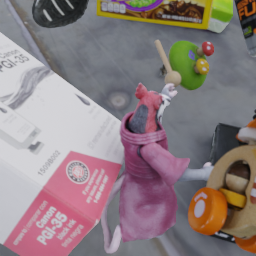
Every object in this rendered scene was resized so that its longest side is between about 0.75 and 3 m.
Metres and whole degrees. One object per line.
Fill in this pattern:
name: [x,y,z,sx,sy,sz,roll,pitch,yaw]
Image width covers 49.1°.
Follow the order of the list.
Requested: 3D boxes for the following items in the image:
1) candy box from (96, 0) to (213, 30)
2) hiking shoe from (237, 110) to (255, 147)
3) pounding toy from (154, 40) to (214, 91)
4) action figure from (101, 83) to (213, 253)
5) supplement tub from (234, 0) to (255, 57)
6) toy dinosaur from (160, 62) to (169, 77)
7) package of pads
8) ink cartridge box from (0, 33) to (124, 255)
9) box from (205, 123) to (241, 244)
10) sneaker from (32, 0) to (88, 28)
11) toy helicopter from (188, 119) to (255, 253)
candy box: [0.582,-3.249,6.588,2.835,1.449,0.374,13,29,16]
hiking shoe: [1.727,0.229,4.034,0.524,1.042,0.395,18,18,-13]
pounding toy: [1.091,-1.134,4.727,1.163,0.540,0.898,-9,85,-41]
action figure: [0.171,0.363,3.667,1.621,2.177,1.458,-17,41,-7]
supplement tub: [2.678,-2.377,5.358,1.107,1.107,1.807,-19,96,-14]
toy dinosaur: [1.181,-1.865,8.421,0.409,0.308,0.800,-13,31,32]
package of pads: [2.232,-4.662,9.881,2.798,0.954,2.162,18,54,-3]
ink cartridge box: [-1.545,0.053,3.703,2.870,1.188,2.103,36,29,-6]
box: [2.922,1.260,5.884,2.482,0.611,2.571,16,54,9]
sneaker: [-1.315,-2.854,5.751,0.933,0.869,2.352,-1,54,31]
toy helicopter: [1.151,0.263,2.139,0.632,1.601,1.059,24,54,-12]
